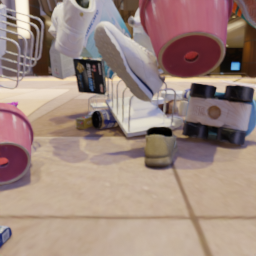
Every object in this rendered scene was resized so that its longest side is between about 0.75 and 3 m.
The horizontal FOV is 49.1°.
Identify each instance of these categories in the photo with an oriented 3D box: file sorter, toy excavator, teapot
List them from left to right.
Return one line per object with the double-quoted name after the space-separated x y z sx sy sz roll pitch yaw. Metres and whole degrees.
-2.649 -1.786 6.199 1.062 1.183 1.705 15 35 -7 "file sorter"
-1.050 -0.934 11.380 0.912 0.818 1.314 1 13 8 "file sorter"
0.313 -0.921 8.351 1.473 1.322 2.123 -10 34 -18 "file sorter"
0.954 -2.884 8.935 2.203 1.609 2.175 37 -3 -14 "teapot"
2.501 -0.432 8.531 2.859 1.469 2.941 11 4 33 "toy excavator"

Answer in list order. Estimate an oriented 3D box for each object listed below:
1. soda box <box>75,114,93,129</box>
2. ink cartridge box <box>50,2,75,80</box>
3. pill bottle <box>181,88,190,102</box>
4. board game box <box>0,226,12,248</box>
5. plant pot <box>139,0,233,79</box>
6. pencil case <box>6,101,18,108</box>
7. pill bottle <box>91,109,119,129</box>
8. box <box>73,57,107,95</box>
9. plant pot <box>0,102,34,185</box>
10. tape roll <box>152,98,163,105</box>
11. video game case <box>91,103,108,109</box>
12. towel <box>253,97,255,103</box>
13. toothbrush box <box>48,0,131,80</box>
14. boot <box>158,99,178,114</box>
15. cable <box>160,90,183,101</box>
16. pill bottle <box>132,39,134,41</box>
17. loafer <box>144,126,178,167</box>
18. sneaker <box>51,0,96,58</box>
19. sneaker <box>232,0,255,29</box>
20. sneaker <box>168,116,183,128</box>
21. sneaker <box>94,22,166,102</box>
-1.361 -0.211 9.283 0.315 0.334 0.985 5 13 21 "soda box"
-1.996 -3.399 10.480 0.764 2.679 2.178 19 37 27 "ink cartridge box"
3.386 -1.636 14.575 0.752 0.752 1.300 -4 15 -16 "pill bottle"
-1.851 1.264 3.046 0.797 0.246 0.797 3 13 8 "board game box"
1.305 -2.265 6.227 2.153 1.927 2.153 1 -31 0 "plant pot"
-4.649 -0.517 9.466 1.762 0.814 0.750 -5 42 -27 "pencil case"
-0.597 -0.321 9.145 1.088 0.609 0.609 -9 16 -34 "pill bottle"
-1.051 -1.451 7.819 0.825 1.037 0.239 7 37 12 "box"
-2.329 0.345 5.098 1.328 1.328 1.188 -8 31 -30 "plant pot"
1.393 -1.372 14.429 0.847 0.296 0.847 0 12 0 "tape roll"
-1.226 -1.079 13.537 1.090 0.125 0.992 -4 13 -14 "video game case"
5.269 -1.324 13.882 2.531 0.462 1.878 -3 14 -17 "towel"
-1.075 -3.000 8.961 1.074 1.844 2.519 18 -11 25 "toothbrush box"
1.488 -0.954 12.108 1.184 0.515 1.424 2 16 0 "boot"
2.575 -1.854 16.086 1.416 0.490 1.416 -6 14 -24 "cable"
0.831 -3.265 10.779 0.913 0.913 1.578 -6 7 -24 "pill bottle"
0.774 0.274 6.379 0.769 0.682 2.022 2 13 7 "loafer"
-1.219 -2.731 6.506 0.836 1.311 2.269 10 39 -27 "sneaker"
2.809 -3.209 7.000 1.975 0.705 0.789 38 11 -15 "sneaker"
1.223 -0.068 8.691 1.193 0.436 0.422 -10 32 -20 "sneaker"
0.068 -1.516 6.133 0.823 2.045 0.781 -49 34 -13 "sneaker"
